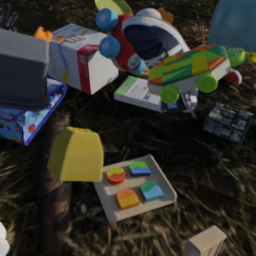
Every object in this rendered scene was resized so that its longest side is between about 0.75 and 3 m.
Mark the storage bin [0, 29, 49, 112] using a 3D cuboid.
[{"bbox_3d":[-3.126,-1.650,7.225,2.368,1.590,1.723,8,48,-25],"label":"storage bin"}]

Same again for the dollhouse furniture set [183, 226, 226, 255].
[{"bbox_3d":[1.983,3.142,4.787,2.204,1.262,2.585,-9,31,-38],"label":"dollhouse furniture set"}]

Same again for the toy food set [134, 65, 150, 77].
[{"bbox_3d":[0.712,-2.666,12.711,1.213,0.353,1.756,10,37,1],"label":"toy food set"}]

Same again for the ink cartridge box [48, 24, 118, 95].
[{"bbox_3d":[-1.990,-2.948,11.802,2.583,1.868,1.877,25,47,25],"label":"ink cartridge box"}]

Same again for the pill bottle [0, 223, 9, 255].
[{"bbox_3d":[-3.439,2.393,6.554,1.572,0.820,0.820,33,51,32],"label":"pill bottle"}]

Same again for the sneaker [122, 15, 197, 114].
[{"bbox_3d":[0.862,-1.310,6.661,1.004,2.864,1.554,-4,70,42],"label":"sneaker"}]

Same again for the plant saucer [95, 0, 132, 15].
[{"bbox_3d":[-0.641,-4.970,11.806,1.777,0.276,1.777,16,56,-25],"label":"plant saucer"}]

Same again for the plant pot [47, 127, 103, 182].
[{"bbox_3d":[-1.020,0.485,5.602,0.903,0.924,0.897,7,6,-30],"label":"plant pot"}]

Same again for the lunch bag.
[{"bbox_3d":[-3.711,-1.035,9.923,2.146,1.341,2.850,18,47,17],"label":"lunch bag"}]

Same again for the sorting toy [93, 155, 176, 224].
[{"bbox_3d":[0.111,1.573,7.836,1.943,0.354,1.799,-16,44,-16],"label":"sorting toy"}]

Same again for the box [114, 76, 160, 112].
[{"bbox_3d":[0.637,-1.394,11.205,1.990,0.362,1.436,18,45,18],"label":"box"}]

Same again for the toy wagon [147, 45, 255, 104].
[{"bbox_3d":[1.339,-1.163,5.332,1.980,0.392,1.536,-16,32,21],"label":"toy wagon"}]

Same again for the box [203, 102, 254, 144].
[{"bbox_3d":[3.450,-0.198,9.659,1.355,0.584,1.110,22,46,23],"label":"box"}]

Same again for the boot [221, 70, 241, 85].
[{"bbox_3d":[4.076,-2.211,12.020,1.042,0.523,1.444,-10,34,-11],"label":"boot"}]

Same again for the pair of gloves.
[{"bbox_3d":[-3.549,-2.764,8.931,2.214,0.274,1.973,28,60,-32],"label":"pair of gloves"}]

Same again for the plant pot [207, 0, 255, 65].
[{"bbox_3d":[3.690,-2.935,8.363,1.581,2.360,2.360,27,48,34],"label":"plant pot"}]

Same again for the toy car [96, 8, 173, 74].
[{"bbox_3d":[0.429,-2.999,9.067,2.177,2.007,1.926,-13,76,31],"label":"toy car"}]

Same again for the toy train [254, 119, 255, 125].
[{"bbox_3d":[5.098,-0.202,9.710,1.465,0.624,0.835,-13,56,-19],"label":"toy train"}]
